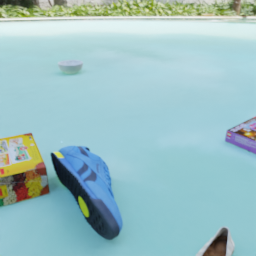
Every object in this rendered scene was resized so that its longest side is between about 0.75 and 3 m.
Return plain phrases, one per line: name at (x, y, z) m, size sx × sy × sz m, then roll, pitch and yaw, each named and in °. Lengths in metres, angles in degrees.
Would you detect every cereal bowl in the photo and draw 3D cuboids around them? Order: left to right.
cereal bowl at (-3.122, -3.281, 15.227) m, size 1.350 × 0.562 × 1.350 m, roll 0°, pitch 25°, yaw 0°

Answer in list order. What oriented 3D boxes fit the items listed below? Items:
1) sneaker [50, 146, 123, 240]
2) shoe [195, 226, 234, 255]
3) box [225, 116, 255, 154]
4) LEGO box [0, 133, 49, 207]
sneaker at (-0.679, 1.073, 5.759) m, size 1.085 × 0.912 × 2.767 m, roll -16°, pitch 29°, yaw -27°
shoe at (1.243, 2.063, 4.320) m, size 0.509 × 0.388 × 1.455 m, roll 19°, pitch 31°, yaw 34°
box at (4.053, 0.181, 8.196) m, size 2.081 × 0.407 × 1.424 m, roll -20°, pitch 33°, yaw -35°
LEGO box at (-2.693, 0.892, 6.380) m, size 1.362 × 0.706 × 1.829 m, roll -12°, pitch 28°, yaw -23°
